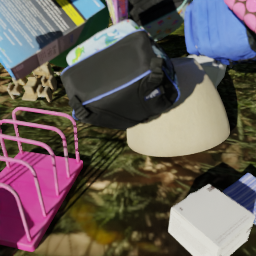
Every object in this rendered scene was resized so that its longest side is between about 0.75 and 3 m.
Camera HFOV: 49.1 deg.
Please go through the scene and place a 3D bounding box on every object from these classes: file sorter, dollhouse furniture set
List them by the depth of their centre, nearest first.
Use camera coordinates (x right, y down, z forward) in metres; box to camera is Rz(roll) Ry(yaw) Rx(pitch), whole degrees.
[{"bbox_3d":[-2.206,0.821,5.706,1.705,1.539,2.454,7,33,11],"label":"file sorter"},{"bbox_3d":[-3.352,-1.555,10.404,1.435,1.087,1.637,5,54,8],"label":"dollhouse furniture set"}]

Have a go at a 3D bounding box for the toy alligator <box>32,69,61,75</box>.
[{"bbox_3d":[-3.591,-2.569,12.240,1.427,0.387,0.423,6,32,9],"label":"toy alligator"}]

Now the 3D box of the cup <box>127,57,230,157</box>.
[{"bbox_3d":[1.145,-0.717,7.201,2.687,1.922,2.687,-9,20,3],"label":"cup"}]

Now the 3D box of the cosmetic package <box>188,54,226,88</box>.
[{"bbox_3d":[3.104,-2.390,11.456,1.471,0.904,1.466,17,36,25],"label":"cosmetic package"}]

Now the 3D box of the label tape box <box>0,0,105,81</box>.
[{"bbox_3d":[-2.305,-2.811,7.064,2.800,0.886,2.019,-38,86,-15],"label":"label tape box"}]

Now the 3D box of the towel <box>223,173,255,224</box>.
[{"bbox_3d":[2.613,1.451,5.790,0.781,0.129,1.079,-32,40,-9],"label":"towel"}]

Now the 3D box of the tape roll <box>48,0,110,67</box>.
[{"bbox_3d":[-1.887,-3.324,8.666,2.809,2.809,0.675,24,6,33],"label":"tape roll"}]

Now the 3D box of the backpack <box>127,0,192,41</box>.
[{"bbox_3d":[1.046,-3.887,8.947,1.989,1.525,1.748,-23,67,26],"label":"backpack"}]

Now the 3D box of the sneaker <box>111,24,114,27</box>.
[{"bbox_3d":[-0.414,-3.003,9.483,0.597,1.580,0.557,34,29,-1],"label":"sneaker"}]

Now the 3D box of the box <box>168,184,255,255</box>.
[{"bbox_3d":[1.470,1.733,5.039,1.045,0.687,1.051,-22,38,-31],"label":"box"}]

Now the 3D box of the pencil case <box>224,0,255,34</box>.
[{"bbox_3d":[2.293,-2.161,5.001,0.602,0.621,1.326,14,42,-54],"label":"pencil case"}]

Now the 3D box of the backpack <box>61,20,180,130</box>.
[{"bbox_3d":[-0.022,-0.868,5.149,1.799,1.966,1.445,-25,70,19],"label":"backpack"}]

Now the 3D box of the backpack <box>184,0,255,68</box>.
[{"bbox_3d":[2.445,-2.538,7.065,2.043,1.978,2.435,-7,3,32],"label":"backpack"}]

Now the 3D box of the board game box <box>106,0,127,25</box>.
[{"bbox_3d":[-0.287,-2.746,5.797,0.305,1.132,1.886,-13,-3,-2],"label":"board game box"}]
